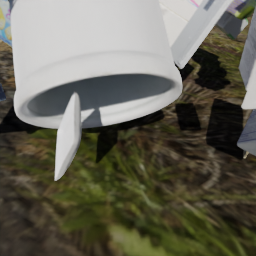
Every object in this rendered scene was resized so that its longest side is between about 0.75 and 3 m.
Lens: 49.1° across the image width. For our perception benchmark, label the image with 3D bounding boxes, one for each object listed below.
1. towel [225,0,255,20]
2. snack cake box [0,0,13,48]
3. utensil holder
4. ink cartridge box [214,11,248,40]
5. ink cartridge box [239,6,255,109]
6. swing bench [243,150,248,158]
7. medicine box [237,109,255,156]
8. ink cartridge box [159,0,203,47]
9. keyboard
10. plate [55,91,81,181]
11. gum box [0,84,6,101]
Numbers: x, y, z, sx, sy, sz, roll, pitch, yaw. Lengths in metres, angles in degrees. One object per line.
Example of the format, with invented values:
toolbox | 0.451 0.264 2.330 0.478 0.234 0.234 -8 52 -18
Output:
towel | 2.941 -3.440 7.165 0.181 1.144 1.593 30 27 -35
snack cake box | -3.151 -2.719 6.938 0.489 1.457 0.838 37 89 27
utensil holder | -0.612 -1.563 4.218 2.290 2.695 2.290 -11 -12 -2
ink cartridge box | 2.889 -3.793 9.122 1.739 0.731 1.269 50 25 26
ink cartridge box | 1.280 -0.637 2.229 0.608 1.048 0.356 0 48 5
swing bench | 3.233 0.348 6.289 0.965 0.626 0.960 20 37 29
medicine box | 2.398 -0.316 3.799 0.829 1.610 1.467 28 -4 6
ink cartridge box | 0.752 -2.590 6.693 1.435 1.473 2.292 29 48 -6
keyboard | 1.493 -2.155 4.937 0.124 2.333 0.657 20 31 -29
plate | -0.734 0.107 3.474 0.135 0.833 0.831 12 45 -22
gum box | -2.844 -1.007 3.636 2.091 1.776 0.466 -7 17 19
